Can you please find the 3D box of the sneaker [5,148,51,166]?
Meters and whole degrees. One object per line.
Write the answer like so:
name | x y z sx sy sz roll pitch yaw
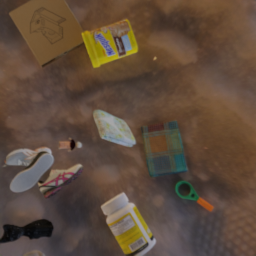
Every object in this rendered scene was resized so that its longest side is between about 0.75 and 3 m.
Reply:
sneaker | -3.091 1.031 8.821 1.434 0.543 0.659 -7 50 -27

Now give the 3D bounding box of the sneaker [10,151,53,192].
sneaker | -2.385 1.075 7.034 1.269 0.629 0.449 -43 106 -5

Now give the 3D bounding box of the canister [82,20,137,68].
canister | -0.653 -3.064 10.134 1.718 0.744 1.276 -20 96 -5

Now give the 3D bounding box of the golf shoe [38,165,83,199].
golf shoe | -2.299 1.665 9.491 1.626 0.590 0.749 -34 82 -5

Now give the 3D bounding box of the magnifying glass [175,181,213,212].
magnifying glass | 2.263 2.361 9.599 1.441 0.161 0.574 35 82 5

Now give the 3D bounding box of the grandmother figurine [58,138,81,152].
grandmother figurine | -2.026 0.590 9.803 0.781 0.237 0.474 1 93 -3

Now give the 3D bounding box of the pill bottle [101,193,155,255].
pill bottle | -0.029 3.113 9.007 1.061 1.061 1.857 -31 81 -5

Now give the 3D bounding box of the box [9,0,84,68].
box | -2.993 -3.804 10.581 2.067 0.269 2.529 -31 82 -5

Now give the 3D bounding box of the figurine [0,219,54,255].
figurine | -3.253 3.672 8.511 0.715 1.620 1.660 8 82 36

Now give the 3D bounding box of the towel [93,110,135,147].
towel | -0.429 0.020 8.621 0.311 1.292 1.106 -51 42 23

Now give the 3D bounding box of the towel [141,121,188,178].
towel | 1.254 0.736 9.849 1.359 0.201 1.853 -10 80 -2
